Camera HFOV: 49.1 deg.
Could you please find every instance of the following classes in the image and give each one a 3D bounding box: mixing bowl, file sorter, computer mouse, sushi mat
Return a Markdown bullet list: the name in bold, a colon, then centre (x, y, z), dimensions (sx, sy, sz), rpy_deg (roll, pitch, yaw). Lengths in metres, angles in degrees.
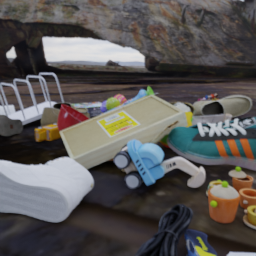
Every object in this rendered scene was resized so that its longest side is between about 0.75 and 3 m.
- **mixing bowl**: centre (-1.553, -0.037, 8.119), dimensions (1.301, 0.705, 1.301), rpy_deg (35, 6, -4)
- **file sorter**: centre (-3.823, -1.103, 10.520), dimensions (2.336, 1.455, 1.621), rpy_deg (-26, 26, -36)
- **computer mouse**: centre (1.279, 1.386, 2.532), dimensions (2.539, 0.557, 1.392), rpy_deg (11, 12, 29)
- **sushi mat**: centre (0.467, 0.397, 5.879), dimensions (0.090, 1.494, 0.715), rpy_deg (48, 30, 9)

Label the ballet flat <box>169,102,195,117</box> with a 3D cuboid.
- **ballet flat**: centre (1.293, -0.569, 10.232), dimensions (2.677, 0.946, 0.946), rpy_deg (-2, 13, -23)

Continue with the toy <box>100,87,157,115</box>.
- **toy**: centre (-0.337, -0.901, 10.358), dimensions (2.697, 0.637, 1.553), rpy_deg (-19, 6, 21)

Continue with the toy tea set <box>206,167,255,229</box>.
- **toy tea set**: centre (1.730, 0.982, 4.511), dimensions (0.934, 0.581, 1.570), rpy_deg (3, 13, 11)

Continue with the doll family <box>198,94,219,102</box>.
- **doll family**: centre (4.483, -1.454, 15.353), dimensions (0.838, 0.609, 1.351), rpy_deg (-11, -2, -13)

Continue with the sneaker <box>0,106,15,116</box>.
- **sneaker**: centre (-5.340, -0.671, 11.621), dimensions (1.086, 0.692, 1.880), rpy_deg (-8, 24, -41)

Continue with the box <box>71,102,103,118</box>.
- **box**: centre (-2.161, -0.740, 12.222), dimensions (2.528, 0.439, 1.391), rpy_deg (-7, 15, -30)

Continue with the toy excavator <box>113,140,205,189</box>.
- **toy excavator**: centre (0.588, 0.693, 5.233), dimensions (1.333, 1.297, 0.666), rpy_deg (-28, 4, 20)

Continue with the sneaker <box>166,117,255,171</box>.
- **sneaker**: centre (2.192, 0.182, 5.844), dimensions (2.668, 1.066, 0.952), rpy_deg (9, 31, 0)

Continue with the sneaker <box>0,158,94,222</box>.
- **sneaker**: centre (-1.641, 0.888, 4.769), dimensions (2.075, 0.765, 1.199), rpy_deg (14, 15, 15)

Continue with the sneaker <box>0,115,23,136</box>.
- **sneaker**: centre (-4.044, -0.016, 8.617), dimensions (0.907, 0.638, 1.707), rpy_deg (-4, -5, 5)

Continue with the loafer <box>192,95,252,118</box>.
- **loafer**: centre (3.911, -0.765, 11.492), dimensions (2.478, 0.937, 0.846), rpy_deg (-9, 14, 2)

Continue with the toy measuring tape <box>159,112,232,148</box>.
- **toy measuring tape**: centre (1.734, 0.024, 7.690), dimensions (2.823, 1.039, 1.039), rpy_deg (-3, 13, -14)

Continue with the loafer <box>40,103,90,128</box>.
- **loafer**: centre (-2.184, -0.499, 10.182), dimensions (1.005, 0.892, 2.645), rpy_deg (4, 14, 16)

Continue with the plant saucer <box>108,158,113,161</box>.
- **plant saucer**: centre (-0.471, 0.439, 7.436), dimensions (1.737, 0.325, 1.737), rpy_deg (0, 14, 0)

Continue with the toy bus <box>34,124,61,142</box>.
- **toy bus**: centre (-2.298, 0.130, 8.624), dimensions (0.469, 0.390, 1.197), rpy_deg (10, 16, 28)

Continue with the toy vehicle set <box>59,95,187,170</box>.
- **toy vehicle set**: centre (-0.203, 0.019, 6.813), dimensions (2.745, 0.364, 1.706), rpy_deg (-23, 27, -12)

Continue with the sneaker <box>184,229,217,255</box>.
- **sneaker**: centre (0.800, 1.425, 3.245), dimensions (0.278, 0.309, 0.751), rpy_deg (8, 6, 3)
